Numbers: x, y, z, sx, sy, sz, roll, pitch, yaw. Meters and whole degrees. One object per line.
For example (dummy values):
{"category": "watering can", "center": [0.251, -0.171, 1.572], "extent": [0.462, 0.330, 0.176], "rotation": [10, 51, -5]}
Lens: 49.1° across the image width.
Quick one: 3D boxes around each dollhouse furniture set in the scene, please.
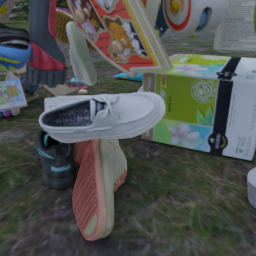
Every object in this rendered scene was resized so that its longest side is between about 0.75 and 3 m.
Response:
{"category": "dollhouse furniture set", "center": [-3.382, -1.288, 10.217], "extent": [2.326, 1.639, 1.630], "rotation": [38, 34, 9]}

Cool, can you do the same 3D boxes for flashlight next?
{"category": "flashlight", "center": [-1.753, -2.402, 6.323], "extent": [0.984, 2.897, 0.981], "rotation": [11, 26, -6]}

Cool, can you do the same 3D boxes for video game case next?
{"category": "video game case", "center": [-3.020, -0.799, 6.904], "extent": [0.842, 0.102, 0.925], "rotation": [-15, 56, -20]}

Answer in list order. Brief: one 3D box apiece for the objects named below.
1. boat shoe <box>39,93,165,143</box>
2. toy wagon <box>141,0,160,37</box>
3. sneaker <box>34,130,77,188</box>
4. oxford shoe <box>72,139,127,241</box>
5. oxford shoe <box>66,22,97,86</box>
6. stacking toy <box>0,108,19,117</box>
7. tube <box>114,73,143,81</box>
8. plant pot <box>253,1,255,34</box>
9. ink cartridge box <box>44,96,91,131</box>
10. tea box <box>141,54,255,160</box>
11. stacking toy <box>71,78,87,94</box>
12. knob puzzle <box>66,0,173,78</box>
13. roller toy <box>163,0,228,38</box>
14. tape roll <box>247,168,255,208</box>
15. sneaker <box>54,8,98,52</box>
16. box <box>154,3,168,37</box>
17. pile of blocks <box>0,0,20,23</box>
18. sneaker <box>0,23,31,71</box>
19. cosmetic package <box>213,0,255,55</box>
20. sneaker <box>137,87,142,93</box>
{"category": "boat shoe", "center": [-0.427, -0.221, 4.319], "extent": [1.945, 0.700, 0.666], "rotation": [-5, -17, 14]}
{"category": "toy wagon", "center": [0.198, -2.403, 5.472], "extent": [0.399, 1.565, 2.017], "rotation": [-3, 4, -13]}
{"category": "sneaker", "center": [-1.706, 0.406, 6.545], "extent": [0.904, 0.951, 2.399], "rotation": [-12, 25, -22]}
{"category": "oxford shoe", "center": [-0.422, 0.866, 5.441], "extent": [1.066, 1.022, 2.888], "rotation": [22, 30, -22]}
{"category": "oxford shoe", "center": [-1.461, -2.087, 8.158], "extent": [0.550, 1.904, 0.716], "rotation": [3, 39, 26]}
{"category": "stacking toy", "center": [-4.923, -0.680, 8.999], "extent": [2.538, 1.084, 1.084], "rotation": [-15, 27, -21]}
{"category": "tube", "center": [0.416, -2.619, 14.027], "extent": [2.225, 0.561, 0.862], "rotation": [10, 17, 33]}
{"category": "plant pot", "center": [2.343, -1.430, 3.284], "extent": [1.176, 1.176, 1.117], "rotation": [-13, 32, -28]}
{"category": "ink cartridge box", "center": [-1.479, -0.475, 7.911], "extent": [1.442, 0.829, 2.463], "rotation": [-2, 8, -5]}
{"category": "tea box", "center": [2.239, -0.853, 8.044], "extent": [2.940, 1.997, 2.989], "rotation": [9, 25, 22]}
{"category": "stacking toy", "center": [-2.483, -1.885, 12.162], "extent": [1.447, 0.611, 1.310], "rotation": [-11, 25, -22]}
{"category": "knob puzzle", "center": [-0.586, -2.030, 5.254], "extent": [0.409, 2.953, 2.953], "rotation": [-40, 38, -16]}
{"category": "roller toy", "center": [1.189, -2.323, 5.237], "extent": [0.851, 1.219, 1.112], "rotation": [-17, 15, -21]}
{"category": "tape roll", "center": [2.942, 1.116, 5.153], "extent": [1.377, 0.455, 1.377], "rotation": [-8, 15, 2]}
{"category": "sneaker", "center": [-1.257, -3.104, 8.795], "extent": [2.661, 0.997, 1.199], "rotation": [23, 39, 3]}
{"category": "box", "center": [0.139, -3.951, 10.632], "extent": [2.287, 1.697, 1.224], "rotation": [-17, 28, 40]}
{"category": "pile of blocks", "center": [-2.934, -3.093, 6.556], "extent": [0.485, 0.641, 1.562], "rotation": [7, 65, 24]}
{"category": "sneaker", "center": [-3.167, -1.914, 5.479], "extent": [2.502, 0.887, 1.037], "rotation": [16, 64, -14]}
{"category": "cosmetic package", "center": [2.607, -2.784, 5.874], "extent": [1.245, 2.367, 0.841], "rotation": [12, 14, 24]}
{"category": "sneaker", "center": [1.554, -1.442, 10.883], "extent": [2.413, 0.875, 1.376], "rotation": [2, 21, 4]}
